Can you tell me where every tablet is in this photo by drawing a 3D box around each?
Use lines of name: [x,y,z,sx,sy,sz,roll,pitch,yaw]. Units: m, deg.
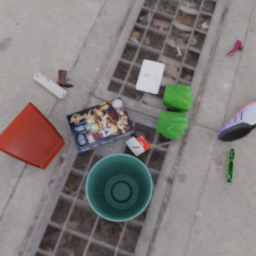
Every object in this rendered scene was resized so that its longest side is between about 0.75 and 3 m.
tablet: [0.931,-2.148,11.733,0.930,0.098,1.429,14,72,5]

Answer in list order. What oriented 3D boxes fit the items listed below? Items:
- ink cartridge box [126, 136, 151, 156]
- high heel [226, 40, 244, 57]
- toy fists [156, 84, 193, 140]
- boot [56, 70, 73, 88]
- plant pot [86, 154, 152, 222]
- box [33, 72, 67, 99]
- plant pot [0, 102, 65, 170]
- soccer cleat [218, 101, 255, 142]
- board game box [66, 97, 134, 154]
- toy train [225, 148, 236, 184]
ink cartridge box: [0.396,0.621,10.590,0.688,0.175,0.781,-31,43,-10]
high heel: [4.491,-3.404,12.008,1.029,0.347,0.494,-30,84,-24]
toy fists: [1.864,-0.639,10.906,1.148,0.775,2.253,12,74,12]
boot: [-2.595,-2.073,11.645,0.747,0.257,0.801,5,67,0]
plant pot: [-0.274,2.086,9.497,2.087,1.675,2.087,0,71,1]
box: [-3.185,-1.742,11.392,1.509,0.292,0.313,36,112,10]
plant pot: [-3.324,0.495,10.040,1.658,1.882,1.880,36,75,0]
soccer cleat: [4.537,-0.356,10.824,2.764,0.943,1.012,-26,53,-6]
board game box: [-1.079,-0.125,10.871,2.264,0.392,1.534,-21,73,-7]
toy train: [3.819,1.421,10.410,0.278,0.376,1.334,5,72,23]
